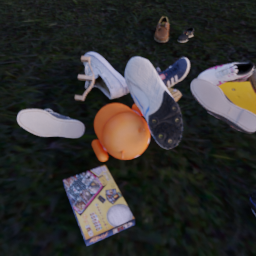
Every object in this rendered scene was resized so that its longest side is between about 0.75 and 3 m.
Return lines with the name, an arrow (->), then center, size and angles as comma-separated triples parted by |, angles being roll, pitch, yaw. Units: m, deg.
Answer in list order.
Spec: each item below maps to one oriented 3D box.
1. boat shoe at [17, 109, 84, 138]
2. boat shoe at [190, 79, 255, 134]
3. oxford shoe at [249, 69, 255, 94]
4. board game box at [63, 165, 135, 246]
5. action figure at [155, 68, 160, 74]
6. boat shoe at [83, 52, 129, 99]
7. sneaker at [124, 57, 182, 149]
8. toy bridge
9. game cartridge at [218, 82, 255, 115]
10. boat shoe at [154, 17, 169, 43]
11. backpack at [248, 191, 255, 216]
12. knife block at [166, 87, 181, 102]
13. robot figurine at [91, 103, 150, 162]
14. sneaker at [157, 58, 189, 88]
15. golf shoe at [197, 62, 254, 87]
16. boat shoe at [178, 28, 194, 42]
boat shoe -> -2.358, -0.152, 8.520 | 2.083, 0.780, 0.644 | 7, 7, -36
boat shoe -> 2.562, -0.534, 7.702 | 2.132, 0.608, 0.713 | 37, 81, 8
oxford shoe -> 5.273, -1.332, 9.697 | 1.029, 1.092, 2.920 | -25, 50, -2
board game box -> -0.854, 2.017, 7.667 | 1.343, 0.343, 1.983 | -17, 45, -18
action figure -> 1.102, -1.897, 10.431 | 1.065, 0.693, 0.370 | -2, 58, -37
boat shoe -> -1.350, -2.133, 11.900 | 1.267, 1.098, 2.972 | -29, 59, -25
sneaker -> 0.723, -0.692, 7.909 | 1.016, 1.024, 2.827 | -22, 72, -3
toy bridge -> -1.477, -1.747, 9.853 | 0.558, 0.226, 1.661 | 7, 78, 0
game cartridge -> 4.349, -1.111, 11.219 | 1.890, 0.348, 2.144 | -2, 44, -2
boat shoe -> 1.907, -5.605, 15.881 | 0.817, 0.773, 2.272 | 3, 42, 4
backpack -> 3.734, 2.088, 7.281 | 0.919, 0.743, 0.965 | -19, 51, -1
knife block -> 1.063, -0.627, 9.504 | 0.584, 1.603, 1.826 | -32, 35, -23
robot figurine -> -0.238, 0.101, 8.692 | 1.823, 1.478, 2.534 | -12, 19, -14
sneaker -> 1.377, -1.791, 9.693 | 0.708, 1.675, 0.628 | -3, 59, -42
golf shoe -> 3.471, -1.981, 10.068 | 2.015, 0.928, 0.731 | -14, 75, -1
boat shoe -> 3.220, -5.216, 15.710 | 0.532, 0.456, 1.455 | 26, 49, 26
